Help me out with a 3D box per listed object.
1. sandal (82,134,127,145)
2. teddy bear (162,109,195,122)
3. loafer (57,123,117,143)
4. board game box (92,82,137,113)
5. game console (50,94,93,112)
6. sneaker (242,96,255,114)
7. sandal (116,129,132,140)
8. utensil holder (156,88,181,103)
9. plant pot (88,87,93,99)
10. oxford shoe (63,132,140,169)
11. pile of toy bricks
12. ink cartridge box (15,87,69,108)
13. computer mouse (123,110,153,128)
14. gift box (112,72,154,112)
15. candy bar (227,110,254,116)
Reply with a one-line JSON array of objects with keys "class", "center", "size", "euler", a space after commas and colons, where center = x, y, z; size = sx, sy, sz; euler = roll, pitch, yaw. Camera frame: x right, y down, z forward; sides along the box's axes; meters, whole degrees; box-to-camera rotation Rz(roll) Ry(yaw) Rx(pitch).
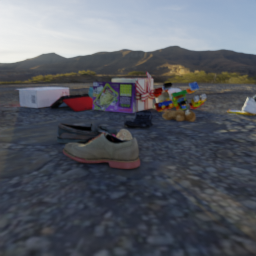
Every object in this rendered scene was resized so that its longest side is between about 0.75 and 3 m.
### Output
[{"class": "sandal", "center": [-0.594, 0.402, 7.308], "size": [1.721, 0.388, 0.646], "euler": [5, 36, 36]}, {"class": "teddy bear", "center": [2.226, -0.586, 12.360], "size": [1.456, 0.486, 1.056], "euler": [9, 17, 39]}, {"class": "loafer", "center": [-1.227, 0.118, 8.616], "size": [1.891, 0.595, 0.679], "euler": [-3, 12, -16]}, {"class": "board game box", "center": [-0.758, -1.624, 14.714], "size": [2.575, 1.545, 0.416], "euler": [8, 5, 30]}, {"class": "game console", "center": [-2.995, -1.201, 16.040], "size": [1.856, 1.278, 2.153], "euler": [-30, -9, 37]}, {"class": "sneaker", "center": [6.362, -1.123, 13.625], "size": [1.822, 0.905, 0.710], "euler": [1, 16, -36]}, {"class": "sandal", "center": [-0.168, 0.286, 7.919], "size": [0.610, 0.547, 1.663], "euler": [-1, 12, -5]}, {"class": "utensil holder", "center": [2.520, -1.814, 16.789], "size": [1.344, 1.142, 1.142], "euler": [-6, 13, -41]}, {"class": "plant pot", "center": [-2.344, -2.281, 19.647], "size": [0.934, 0.994, 0.994], "euler": [14, 10, -7]}, {"class": "oxford shoe", "center": [-0.652, 0.444, 6.639], "size": [2.008, 0.751, 0.707], "euler": [5, 12, 21]}, {"class": "pile of toy bricks", "center": [2.649, -1.525, 15.482], "size": [2.895, 1.606, 1.429], "euler": [-14, -24, -13]}, {"class": "ink cartridge box", "center": [-5.351, -1.949, 17.475], "size": [2.237, 1.068, 2.548], "euler": [8, 14, 34]}, {"class": "computer mouse", "center": [0.527, -0.262, 11.113], "size": [1.126, 0.429, 1.626], "euler": [3, 23, 14]}, {"class": "gift box", "center": [0.310, -2.021, 15.466], "size": [1.987, 2.128, 1.964], "euler": [8, 19, 31]}, {"class": "candy bar", "center": [5.629, -0.747, 13.946], "size": [1.385, 0.153, 0.345], "euler": [11, 16, 39]}]
